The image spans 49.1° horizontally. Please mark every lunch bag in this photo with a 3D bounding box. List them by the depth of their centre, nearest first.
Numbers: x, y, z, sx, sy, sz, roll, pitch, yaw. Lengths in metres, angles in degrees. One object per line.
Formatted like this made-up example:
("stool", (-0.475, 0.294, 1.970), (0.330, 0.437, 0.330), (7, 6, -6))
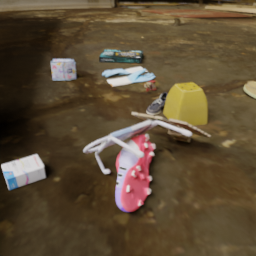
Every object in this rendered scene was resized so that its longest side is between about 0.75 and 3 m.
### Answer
("lunch bag", (-3.211, -2.913, 14.021), (1.166, 0.989, 0.741), (1, 27, 0))

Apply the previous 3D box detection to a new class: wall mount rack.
("wall mount rack", (0.256, 0.387, 7.304), (2.594, 2.254, 0.967), (-21, 79, -31))

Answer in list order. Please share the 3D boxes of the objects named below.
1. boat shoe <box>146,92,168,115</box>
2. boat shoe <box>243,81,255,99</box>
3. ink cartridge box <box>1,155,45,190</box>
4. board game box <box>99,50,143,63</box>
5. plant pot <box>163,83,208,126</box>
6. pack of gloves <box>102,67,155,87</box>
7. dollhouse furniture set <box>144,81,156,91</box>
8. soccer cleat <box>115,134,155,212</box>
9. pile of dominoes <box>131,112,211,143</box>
("boat shoe", (1.184, -0.992, 11.202), (0.548, 0.473, 1.509), (20, 37, 26))
("boat shoe", (6.168, -1.506, 11.616), (0.998, 0.860, 2.735), (-25, 40, -28))
("ink cartridge box", (-2.799, 1.170, 7.524), (0.974, 0.412, 0.704), (-18, 34, -25))
("board game box", (-0.382, -4.409, 17.255), (2.532, 0.357, 1.713), (4, 30, 7))
("plant pot", (2.123, -0.915, 10.252), (1.279, 1.309, 1.271), (-9, 31, -13))
("pack of gloves", (-0.004, -2.870, 14.463), (2.519, 0.497, 2.117), (-12, 33, -21))
("dollhouse furniture set", (0.948, -1.880, 12.745), (0.311, 0.411, 0.765), (13, 28, 41))
("soccer cleat", (0.049, 1.156, 7.332), (1.020, 0.890, 2.668), (-23, 27, 28))
("pile of dominoes", (1.304, 0.068, 8.240), (1.685, 0.344, 2.161), (12, -5, 37))
